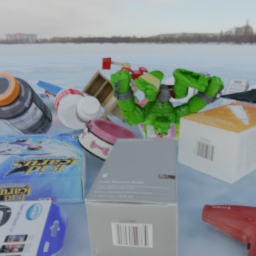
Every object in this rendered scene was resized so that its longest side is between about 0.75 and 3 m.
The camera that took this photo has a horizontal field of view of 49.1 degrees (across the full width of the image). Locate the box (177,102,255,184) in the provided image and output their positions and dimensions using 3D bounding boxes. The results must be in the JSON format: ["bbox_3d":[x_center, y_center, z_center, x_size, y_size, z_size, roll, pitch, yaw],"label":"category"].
[{"bbox_3d":[2.724,0.238,7.298,2.541,1.239,1.581,-15,24,-39],"label":"box"}]

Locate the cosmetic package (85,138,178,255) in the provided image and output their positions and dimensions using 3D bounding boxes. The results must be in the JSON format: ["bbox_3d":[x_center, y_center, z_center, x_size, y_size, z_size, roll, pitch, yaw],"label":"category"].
[{"bbox_3d":[0.225,1.073,5.061,1.347,1.137,2.521,-1,21,7],"label":"cosmetic package"}]

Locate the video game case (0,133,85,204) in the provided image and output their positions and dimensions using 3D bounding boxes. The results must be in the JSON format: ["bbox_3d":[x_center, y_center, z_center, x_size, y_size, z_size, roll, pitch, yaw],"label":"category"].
[{"bbox_3d":[-2.439,0.839,6.447,2.865,0.651,2.597,-2,19,-7],"label":"video game case"}]

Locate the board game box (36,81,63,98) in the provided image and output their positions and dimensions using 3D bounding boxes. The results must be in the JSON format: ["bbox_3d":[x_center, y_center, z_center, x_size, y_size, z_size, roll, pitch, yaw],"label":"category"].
[{"bbox_3d":[-3.011,-1.341,12.390,2.200,0.542,2.784,21,9,-18],"label":"board game box"}]

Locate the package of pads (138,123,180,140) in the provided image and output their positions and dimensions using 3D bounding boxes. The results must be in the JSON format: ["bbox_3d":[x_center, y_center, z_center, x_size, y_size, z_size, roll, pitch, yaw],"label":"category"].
[{"bbox_3d":[1.370,-0.118,9.049,1.973,0.673,1.524,-6,16,-3],"label":"package of pads"}]

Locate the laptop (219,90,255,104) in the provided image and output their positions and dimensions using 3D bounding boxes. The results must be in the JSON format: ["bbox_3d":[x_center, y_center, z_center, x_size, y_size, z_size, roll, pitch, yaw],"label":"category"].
[{"bbox_3d":[4.266,-1.398,8.566,1.875,1.092,2.115,-11,19,-32],"label":"laptop"}]

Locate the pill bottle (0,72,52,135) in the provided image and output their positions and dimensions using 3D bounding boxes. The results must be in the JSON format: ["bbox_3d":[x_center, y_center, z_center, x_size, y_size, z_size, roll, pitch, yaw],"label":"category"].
[{"bbox_3d":[-3.129,-0.620,8.036,1.251,1.251,2.356,2,-22,6],"label":"pill bottle"}]

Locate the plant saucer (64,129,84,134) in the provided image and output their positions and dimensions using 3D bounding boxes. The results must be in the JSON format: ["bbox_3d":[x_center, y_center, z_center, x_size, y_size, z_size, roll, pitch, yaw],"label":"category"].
[{"bbox_3d":[-1.855,0.219,8.428,1.157,0.158,1.157,-17,2,1],"label":"plant saucer"}]

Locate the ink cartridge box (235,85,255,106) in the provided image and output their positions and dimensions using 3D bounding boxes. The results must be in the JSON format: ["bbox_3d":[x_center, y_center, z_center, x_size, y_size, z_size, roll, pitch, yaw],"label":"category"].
[{"bbox_3d":[5.232,-0.697,10.161,2.113,1.226,2.863,11,23,31],"label":"ink cartridge box"}]

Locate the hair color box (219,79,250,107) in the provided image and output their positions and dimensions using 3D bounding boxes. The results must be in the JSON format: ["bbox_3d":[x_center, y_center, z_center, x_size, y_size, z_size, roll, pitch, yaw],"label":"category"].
[{"bbox_3d":[4.301,-1.223,11.376,0.778,1.572,0.477,13,-22,36],"label":"hair color box"}]

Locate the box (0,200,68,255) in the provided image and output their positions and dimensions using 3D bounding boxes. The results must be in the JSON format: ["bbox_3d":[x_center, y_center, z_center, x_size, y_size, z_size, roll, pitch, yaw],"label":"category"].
[{"bbox_3d":[-2.204,1.706,4.105,2.561,0.531,1.525,1,18,-5],"label":"box"}]

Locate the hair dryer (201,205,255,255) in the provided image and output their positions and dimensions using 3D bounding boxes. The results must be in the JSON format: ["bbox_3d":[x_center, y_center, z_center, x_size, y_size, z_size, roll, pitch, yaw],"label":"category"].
[{"bbox_3d":[1.831,1.705,3.887,1.775,0.633,2.330,-7,19,-17],"label":"hair dryer"}]

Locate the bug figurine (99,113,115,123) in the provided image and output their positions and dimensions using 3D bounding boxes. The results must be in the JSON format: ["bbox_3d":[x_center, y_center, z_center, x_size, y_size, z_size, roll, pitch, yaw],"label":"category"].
[{"bbox_3d":[-0.766,-0.336,10.428,0.652,0.216,0.840,0,35,9],"label":"bug figurine"}]

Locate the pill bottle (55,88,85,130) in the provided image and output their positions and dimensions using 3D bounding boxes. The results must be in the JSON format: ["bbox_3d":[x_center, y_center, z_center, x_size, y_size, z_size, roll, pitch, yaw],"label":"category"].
[{"bbox_3d":[-1.984,-0.699,10.178,1.209,1.209,2.154,-6,19,-17],"label":"pill bottle"}]

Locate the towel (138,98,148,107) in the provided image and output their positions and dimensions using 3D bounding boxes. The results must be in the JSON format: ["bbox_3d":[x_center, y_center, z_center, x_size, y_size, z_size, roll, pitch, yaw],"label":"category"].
[{"bbox_3d":[1.307,-1.276,13.501,1.411,0.219,1.952,5,19,17],"label":"towel"}]

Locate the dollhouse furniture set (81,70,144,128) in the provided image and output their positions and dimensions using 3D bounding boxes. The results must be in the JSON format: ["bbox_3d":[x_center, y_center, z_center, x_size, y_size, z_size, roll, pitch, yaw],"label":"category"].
[{"bbox_3d":[-0.704,-0.977,9.071,1.486,1.961,2.237,37,8,-13],"label":"dollhouse furniture set"}]

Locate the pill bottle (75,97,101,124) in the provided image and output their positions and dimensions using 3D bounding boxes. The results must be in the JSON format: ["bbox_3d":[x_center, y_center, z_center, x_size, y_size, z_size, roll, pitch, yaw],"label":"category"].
[{"bbox_3d":[-1.184,-0.533,8.288,0.691,0.691,1.248,-5,-6,-15],"label":"pill bottle"}]

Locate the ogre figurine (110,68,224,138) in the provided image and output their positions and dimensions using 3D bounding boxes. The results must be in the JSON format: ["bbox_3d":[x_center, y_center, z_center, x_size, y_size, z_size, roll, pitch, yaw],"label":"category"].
[{"bbox_3d":[0.931,-0.689,7.261,2.762,1.656,1.355,-16,53,-22],"label":"ogre figurine"}]

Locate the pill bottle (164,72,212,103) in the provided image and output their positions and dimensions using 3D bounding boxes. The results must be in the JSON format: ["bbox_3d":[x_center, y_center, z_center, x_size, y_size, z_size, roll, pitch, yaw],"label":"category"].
[{"bbox_3d":[3.019,-1.985,13.753,2.446,1.392,1.392,-12,22,-34],"label":"pill bottle"}]

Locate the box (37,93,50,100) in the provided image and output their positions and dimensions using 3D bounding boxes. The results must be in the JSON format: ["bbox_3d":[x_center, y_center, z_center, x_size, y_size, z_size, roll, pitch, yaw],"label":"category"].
[{"bbox_3d":[-4.742,-1.003,11.947,2.663,0.635,1.624,-6,18,-19],"label":"box"}]

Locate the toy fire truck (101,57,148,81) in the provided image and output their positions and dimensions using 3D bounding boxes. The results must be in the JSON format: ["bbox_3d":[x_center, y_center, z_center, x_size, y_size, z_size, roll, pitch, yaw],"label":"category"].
[{"bbox_3d":[-0.108,-2.144,10.371,1.623,0.396,1.145,-3,46,-15],"label":"toy fire truck"}]

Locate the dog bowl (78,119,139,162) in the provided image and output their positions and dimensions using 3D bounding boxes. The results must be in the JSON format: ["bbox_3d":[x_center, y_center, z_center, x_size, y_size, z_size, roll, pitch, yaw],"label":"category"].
[{"bbox_3d":[-0.402,0.323,7.129,1.648,0.608,1.648,23,14,-6],"label":"dog bowl"}]
